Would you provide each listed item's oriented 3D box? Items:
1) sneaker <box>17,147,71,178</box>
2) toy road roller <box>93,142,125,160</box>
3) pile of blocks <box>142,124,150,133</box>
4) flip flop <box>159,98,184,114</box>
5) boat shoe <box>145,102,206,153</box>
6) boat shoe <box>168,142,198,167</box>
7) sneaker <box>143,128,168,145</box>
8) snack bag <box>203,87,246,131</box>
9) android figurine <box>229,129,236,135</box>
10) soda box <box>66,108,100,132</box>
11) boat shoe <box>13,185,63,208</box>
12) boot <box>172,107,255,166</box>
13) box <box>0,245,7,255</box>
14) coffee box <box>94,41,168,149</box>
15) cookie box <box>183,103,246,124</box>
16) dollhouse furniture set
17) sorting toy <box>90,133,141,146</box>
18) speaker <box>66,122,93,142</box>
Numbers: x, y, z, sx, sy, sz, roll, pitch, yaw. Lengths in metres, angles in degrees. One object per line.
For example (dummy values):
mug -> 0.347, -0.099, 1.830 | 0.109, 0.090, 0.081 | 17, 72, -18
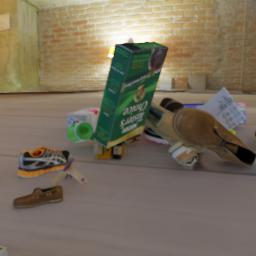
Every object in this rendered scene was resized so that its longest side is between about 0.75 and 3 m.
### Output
sneaker -> -2.165, 0.805, 7.513 | 0.679, 0.670, 1.734 | 4, 9, 29
toy road roller -> -0.561, 0.645, 8.685 | 0.936, 0.575, 0.683 | 6, 2, 5
pile of blocks -> 1.205, 0.006, 11.670 | 2.737, 0.851, 1.124 | 8, -3, 8
flip flop -> 1.519, -0.553, 11.078 | 0.883, 0.627, 2.177 | 28, 42, 13
boat shoe -> 1.281, -0.096, 9.344 | 2.909, 1.043, 1.108 | 30, 4, 27
boat shoe -> 1.588, 0.801, 7.741 | 0.621, 0.568, 1.662 | -40, -22, 17
sneaker -> 1.891, -0.023, 10.526 | 2.672, 1.169, 0.986 | 1, 11, 7
snack bag -> 3.684, -0.645, 10.850 | 0.161, 1.508, 1.422 | -19, -17, -30
android figurine -> 4.044, 0.162, 12.061 | 1.089, 0.246, 1.196 | 6, 15, 33
soda box -> -1.872, -0.338, 12.871 | 0.877, 0.944, 2.766 | 3, 10, 12
boat shoe -> -1.783, 1.335, 5.560 | 0.965, 0.328, 0.347 | -5, 12, -25
boot -> 2.370, 0.257, 7.441 | 2.692, 0.991, 1.016 | 27, 3, -24
box -> -1.925, 1.763, 3.310 | 0.343, 0.314, 0.978 | 5, 11, 24
coffee box -> 0.071, -0.925, 7.840 | 0.629, 2.861, 1.759 | 34, 34, 27
cookie box -> 4.022, -0.671, 13.324 | 2.652, 0.997, 2.269 | 2, 3, 31
dollhouse furniture set -> -1.397, 1.309, 6.455 | 0.625, 0.698, 0.881 | 40, 43, 1
sorting toy -> -0.345, 0.343, 9.974 | 2.066, 0.848, 1.241 | -17, 1, -7
speaker -> -1.663, 0.154, 9.533 | 0.661, 0.661, 1.494 | -5, -3, -25
